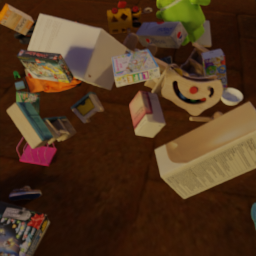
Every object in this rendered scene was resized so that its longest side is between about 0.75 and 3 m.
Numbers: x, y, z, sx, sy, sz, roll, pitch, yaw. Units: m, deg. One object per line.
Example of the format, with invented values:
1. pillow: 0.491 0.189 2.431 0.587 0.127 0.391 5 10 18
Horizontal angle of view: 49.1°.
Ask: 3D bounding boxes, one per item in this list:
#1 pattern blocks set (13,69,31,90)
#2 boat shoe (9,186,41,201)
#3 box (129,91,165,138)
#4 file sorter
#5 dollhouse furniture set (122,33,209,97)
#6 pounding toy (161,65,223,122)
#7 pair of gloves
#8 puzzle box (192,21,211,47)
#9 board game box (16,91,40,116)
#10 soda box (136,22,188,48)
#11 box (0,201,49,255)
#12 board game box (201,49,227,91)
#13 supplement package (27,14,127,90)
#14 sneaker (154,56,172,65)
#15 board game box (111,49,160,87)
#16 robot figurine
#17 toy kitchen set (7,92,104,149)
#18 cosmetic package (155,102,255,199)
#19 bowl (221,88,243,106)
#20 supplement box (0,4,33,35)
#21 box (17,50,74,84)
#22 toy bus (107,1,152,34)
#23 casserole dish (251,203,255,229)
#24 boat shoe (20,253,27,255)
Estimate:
1. pattern blocks set: -4.185 -2.656 13.775 2.778 0.225 2.442 -11 48 -10
2. boat shoe: -3.371 2.116 9.218 1.035 0.374 0.375 -4 45 -4
3. box: 0.499 -0.373 7.663 0.581 0.682 1.067 9 51 -27
4. file sorter: -3.350 0.793 10.224 1.126 0.706 0.782 8 47 8
5. dollhouse furniture set: 1.586 -2.264 9.695 2.873 1.869 2.639 14 27 -39
6. pounding toy: 1.886 -0.931 7.597 2.083 1.191 1.195 31 24 -8
7. pair of gloves: -2.954 -2.817 10.980 2.531 2.840 0.351 -11 9 -12
8. puzzle box: 3.341 -4.355 12.882 0.883 0.169 1.328 2 74 -7
9. board game box: -2.925 -0.583 8.189 0.635 0.944 0.137 5 28 -12
10. soda box: 1.331 -3.890 11.692 2.265 0.718 0.773 25 78 50
11. box: -4.102 3.138 8.105 2.962 0.591 2.028 12 48 11
12. board game box: 2.818 -1.832 9.143 0.639 1.218 0.627 -11 32 11
13. supplement package: -1.754 -2.522 9.373 2.736 1.605 1.599 25 96 28
14. sneaker: 1.483 -3.398 14.107 1.227 0.645 1.698 -25 60 -8
15. board game box: 0.143 -1.551 7.079 1.052 0.268 1.565 -12 31 1
16. robot figurine: 2.196 -4.849 11.713 1.517 2.622 2.301 -45 24 -23
17. toy kitchen set: -1.993 -0.538 8.311 1.761 2.198 1.295 -37 86 13
18. cosmetic package: 2.228 0.658 7.233 2.722 1.432 0.968 -28 40 17
19. bowl: 4.504 -1.297 12.367 0.964 0.433 0.964 0 47 0
20. supplement box: -3.883 -3.730 9.697 0.972 0.613 0.357 15 37 -49
21. box: -2.232 -1.661 7.603 1.314 0.898 0.248 11 62 21
22. toy bus: -0.056 -4.063 10.780 1.511 1.602 0.828 2 80 -45
23. casserole dish: 5.271 2.920 8.344 2.953 0.573 1.789 20 50 16
24. boat shoe: -2.432 4.097 6.893 0.630 0.694 1.887 -26 68 -20
